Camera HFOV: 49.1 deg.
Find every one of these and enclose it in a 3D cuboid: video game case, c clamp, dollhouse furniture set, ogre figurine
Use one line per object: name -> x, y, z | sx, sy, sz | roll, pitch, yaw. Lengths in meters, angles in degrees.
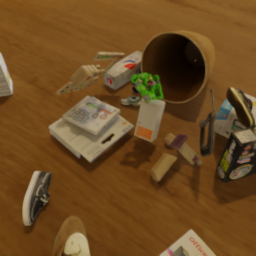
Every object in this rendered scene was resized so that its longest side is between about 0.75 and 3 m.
video game case -> -1.317, -0.496, 10.103 | 1.550, 0.184, 1.411 | 25, 49, 24
c clamp -> 2.416, 0.013, 8.470 | 0.277, 2.043, 1.745 | 1, 75, 4
dollhouse furniture set -> 1.540, 1.224, 9.395 | 1.217, 1.359, 1.715 | 43, 80, -14
ogre figurine -> 0.656, -1.234, 8.645 | 0.707, 1.442, 0.864 | -24, 82, 16

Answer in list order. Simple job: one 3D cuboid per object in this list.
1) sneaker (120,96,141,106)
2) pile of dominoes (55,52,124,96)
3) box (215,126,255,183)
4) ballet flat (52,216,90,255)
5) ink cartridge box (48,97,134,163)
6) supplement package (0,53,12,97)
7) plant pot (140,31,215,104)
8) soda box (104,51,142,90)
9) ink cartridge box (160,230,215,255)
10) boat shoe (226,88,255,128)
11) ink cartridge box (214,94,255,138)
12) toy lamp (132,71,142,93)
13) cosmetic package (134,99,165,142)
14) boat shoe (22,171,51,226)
sneaker -> 0.094, -1.130, 11.235 | 0.853, 0.368, 0.331 | 5, 32, 21
pile of dominoes -> -1.200, -1.858, 10.117 | 0.429, 2.098, 2.692 | 52, 23, 1
box -> 4.116, 0.676, 8.630 | 2.473, 1.981, 0.547 | -12, 49, -12
ballet flat -> -1.454, 3.425, 6.740 | 0.933, 0.995, 2.750 | 39, 46, -23
ink cartridge box -> -1.310, 0.073, 10.174 | 2.244, 0.486, 2.203 | 37, 58, 24
supplement package -> -5.376, -2.125, 11.422 | 0.843, 1.539, 0.875 | -12, 49, -11
plant pot -> 2.435, -2.831, 11.568 | 2.742, 2.742, 2.943 | 28, 40, 22
soda box -> -0.067, -2.565, 12.362 | 0.685, 0.737, 2.159 | 36, 57, 28
ink cartridge box -> 1.262, 3.692, 6.672 | 2.007, 0.878, 1.458 | -28, 53, -24
boat shoe -> 3.536, -0.680, 8.552 | 0.526, 0.594, 1.624 | -9, 51, -3
ink cartridge box -> 4.161, -0.285, 9.968 | 1.703, 1.249, 1.244 | 29, 54, 24
toy lamp -> 0.556, -2.116, 12.188 | 0.420, 0.420, 1.442 | 15, 49, 13
cosmetic package -> 0.716, -0.288, 9.435 | 0.692, 1.365, 0.486 | 21, 26, 21
boat shoe -> -2.657, 2.051, 8.356 | 0.596, 0.631, 1.760 | -1, 41, 1
